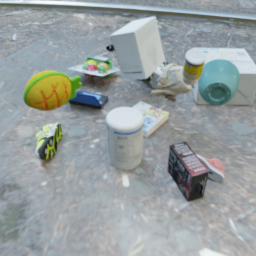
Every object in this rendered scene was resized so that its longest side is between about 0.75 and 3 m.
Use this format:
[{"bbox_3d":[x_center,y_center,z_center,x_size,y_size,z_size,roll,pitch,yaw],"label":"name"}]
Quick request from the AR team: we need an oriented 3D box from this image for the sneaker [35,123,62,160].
[{"bbox_3d":[-3.130,0.539,10.619,0.799,0.789,2.092,-4,27,7],"label":"sneaker"}]

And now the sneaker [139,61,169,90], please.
[{"bbox_3d":[1.744,-2.950,14.684,1.814,1.113,2.788,-32,37,-23],"label":"sneaker"}]

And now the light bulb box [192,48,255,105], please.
[{"bbox_3d":[4.542,-2.575,13.719,2.727,1.717,2.751,2,38,3],"label":"light bulb box"}]

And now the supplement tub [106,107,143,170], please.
[{"bbox_3d":[-0.112,0.375,9.770,1.269,1.924,1.269,0,39,0],"label":"supplement tub"}]

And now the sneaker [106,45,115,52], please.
[{"bbox_3d":[-0.649,-3.646,12.868,0.892,0.315,0.436,11,7,31],"label":"sneaker"}]

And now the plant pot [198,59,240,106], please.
[{"bbox_3d":[3.023,-1.426,9.473,1.428,1.428,1.146,10,40,13],"label":"plant pot"}]

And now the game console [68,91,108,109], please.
[{"bbox_3d":[-1.955,-1.549,12.988,1.729,1.023,1.476,13,40,15],"label":"game console"}]

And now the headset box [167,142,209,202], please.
[{"bbox_3d":[1.910,1.439,8.970,0.616,1.220,1.641,-13,39,-15],"label":"headset box"}]

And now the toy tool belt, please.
[{"bbox_3d":[1.541,-1.571,9.969,1.252,1.272,2.038,-25,2,22],"label":"toy tool belt"}]

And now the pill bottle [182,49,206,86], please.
[{"bbox_3d":[1.656,-1.524,7.165,0.506,0.886,0.506,-1,60,2],"label":"pill bottle"}]

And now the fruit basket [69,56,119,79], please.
[{"bbox_3d":[-1.788,-3.202,14.873,2.022,1.023,2.183,16,20,19],"label":"fruit basket"}]

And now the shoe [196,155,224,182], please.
[{"bbox_3d":[2.700,1.237,9.564,1.361,0.486,0.619,36,38,-3],"label":"shoe"}]

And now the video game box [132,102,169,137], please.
[{"bbox_3d":[0.668,-0.410,12.037,1.520,0.390,1.668,24,44,31],"label":"video game box"}]

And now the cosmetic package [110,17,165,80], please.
[{"bbox_3d":[0.482,-3.466,12.223,1.249,2.033,2.026,5,36,33],"label":"cosmetic package"}]

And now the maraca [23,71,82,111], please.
[{"bbox_3d":[-1.963,-0.980,7.452,0.944,1.209,1.764,50,32,18],"label":"maraca"}]
